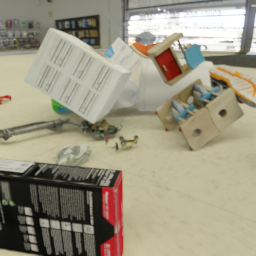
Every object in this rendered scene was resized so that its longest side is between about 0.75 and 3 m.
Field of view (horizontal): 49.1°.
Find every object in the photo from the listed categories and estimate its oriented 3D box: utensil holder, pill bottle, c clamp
[{"bbox_3d":[2.059,-1.858,12.466,2.960,2.515,2.515,7,21,9],"label":"utensil holder"},{"bbox_3d":[-0.647,-1.515,12.804,1.304,1.304,2.281,-14,7,-33],"label":"pill bottle"},{"bbox_3d":[-3.470,-0.012,9.956,2.872,0.389,2.453,-15,13,-31],"label":"c clamp"}]

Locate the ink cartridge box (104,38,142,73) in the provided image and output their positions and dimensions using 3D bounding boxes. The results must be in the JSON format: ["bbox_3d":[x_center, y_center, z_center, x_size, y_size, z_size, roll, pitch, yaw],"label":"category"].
[{"bbox_3d":[-0.261,-3.041,12.363,1.050,1.448,0.606,-51,10,-10],"label":"ink cartridge box"}]

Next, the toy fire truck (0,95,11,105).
[{"bbox_3d":[-6.531,-1.474,14.663,0.775,0.268,1.099,14,24,33],"label":"toy fire truck"}]

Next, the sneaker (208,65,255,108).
[{"bbox_3d":[3.649,-1.263,9.436,1.021,1.007,2.608,-14,34,-11],"label":"sneaker"}]

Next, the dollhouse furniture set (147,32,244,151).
[{"bbox_3d":[1.823,-1.240,9.248,2.100,2.997,2.112,-37,26,-3],"label":"dollhouse furniture set"}]

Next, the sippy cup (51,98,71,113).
[{"bbox_3d":[-2.483,-1.512,12.817,1.664,1.783,2.271,6,62,-1],"label":"sippy cup"}]

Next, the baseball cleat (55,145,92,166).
[{"bbox_3d":[-1.730,0.912,7.810,0.969,0.635,1.822,0,9,18],"label":"baseball cleat"}]

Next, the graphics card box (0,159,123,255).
[{"bbox_3d":[-1.329,1.422,4.806,2.519,1.580,0.641,3,21,10],"label":"graphics card box"}]

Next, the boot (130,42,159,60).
[{"bbox_3d":[0.867,-2.908,10.275,1.541,0.826,0.578,20,30,-15],"label":"boot"}]

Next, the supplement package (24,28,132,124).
[{"bbox_3d":[-1.635,-1.875,10.204,2.734,2.010,2.614,32,14,0],"label":"supplement package"}]

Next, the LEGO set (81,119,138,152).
[{"bbox_3d":[-0.773,0.228,9.665,1.651,0.720,2.542,-7,30,-19],"label":"LEGO set"}]
